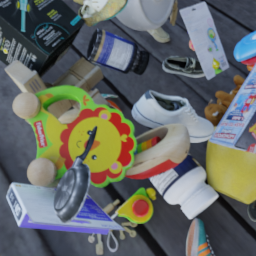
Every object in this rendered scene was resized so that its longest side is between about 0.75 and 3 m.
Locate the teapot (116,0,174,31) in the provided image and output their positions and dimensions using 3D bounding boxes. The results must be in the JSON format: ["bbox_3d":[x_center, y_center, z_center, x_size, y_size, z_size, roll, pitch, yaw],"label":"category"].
[{"bbox_3d":[0.124,-4.174,8.467,1.824,2.498,2.465,16,44,34],"label":"teapot"}]

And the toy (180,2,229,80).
[{"bbox_3d":[1.788,-2.073,6.818,0.986,0.404,1.712,-31,99,-33],"label":"toy"}]

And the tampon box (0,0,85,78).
[{"bbox_3d":[-2.790,-2.754,7.344,2.448,1.545,1.834,40,52,-11],"label":"tampon box"}]

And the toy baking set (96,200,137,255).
[{"bbox_3d":[-0.410,2.645,7.533,1.435,0.167,1.102,-31,62,-19],"label":"toy baking set"}]

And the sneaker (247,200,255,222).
[{"bbox_3d":[3.519,2.132,7.711,0.301,0.428,0.806,12,58,8],"label":"sneaker"}]

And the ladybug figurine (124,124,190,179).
[{"bbox_3d":[0.506,0.577,6.027,1.917,0.690,1.301,-24,20,30],"label":"ladybug figurine"}]

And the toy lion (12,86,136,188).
[{"bbox_3d":[-0.959,0.141,5.537,2.115,0.758,2.207,-18,74,-3],"label":"toy lion"}]

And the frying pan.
[{"bbox_3d":[-0.624,0.579,3.576,0.209,0.776,1.283,26,87,-28],"label":"frying pan"}]

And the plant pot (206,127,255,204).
[{"bbox_3d":[2.991,1.115,7.604,2.164,2.164,1.536,25,84,15],"label":"plant pot"}]

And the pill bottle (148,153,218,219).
[{"bbox_3d":[1.277,1.232,7.753,1.332,1.332,2.399,-30,62,-18],"label":"pill bottle"}]

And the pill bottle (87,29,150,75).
[{"bbox_3d":[-0.230,-1.808,6.897,1.429,0.799,0.799,15,54,-23],"label":"pill bottle"}]

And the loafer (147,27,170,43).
[{"bbox_3d":[1.229,-4.022,11.708,0.483,0.436,1.277,-38,64,-22],"label":"loafer"}]

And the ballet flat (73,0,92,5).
[{"bbox_3d":[-1.432,-5.917,12.840,2.127,0.752,0.752,-15,58,-8],"label":"ballet flat"}]

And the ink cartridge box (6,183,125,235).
[{"bbox_3d":[-1.192,1.560,5.133,1.701,1.717,0.373,19,89,-33],"label":"ink cartridge box"}]

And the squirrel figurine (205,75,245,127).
[{"bbox_3d":[3.397,-0.525,9.043,1.593,1.208,1.707,-32,59,-11],"label":"squirrel figurine"}]

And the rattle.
[{"bbox_3d":[-1.624,-1.238,9.116,2.694,1.925,1.754,3,38,9],"label":"rattle"}]

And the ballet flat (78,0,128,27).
[{"bbox_3d":[-0.754,-3.088,7.199,0.682,0.682,1.929,-40,25,-23],"label":"ballet flat"}]

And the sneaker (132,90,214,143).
[{"bbox_3d":[1.249,-0.257,6.688,2.292,0.812,0.837,13,46,-25],"label":"sneaker"}]

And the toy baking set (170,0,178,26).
[{"bbox_3d":[1.443,-4.222,9.476,0.166,1.427,1.095,-13,64,-5],"label":"toy baking set"}]

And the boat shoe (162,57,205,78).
[{"bbox_3d":[1.668,-1.721,7.813,1.381,0.440,0.488,2,77,-6],"label":"boat shoe"}]

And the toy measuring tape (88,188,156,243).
[{"bbox_3d":[-0.016,2.414,7.347,2.141,0.788,0.788,-39,65,-19],"label":"toy measuring tape"}]

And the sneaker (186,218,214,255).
[{"bbox_3d":[1.856,3.187,6.968,0.699,0.625,1.750,12,60,-2],"label":"sneaker"}]

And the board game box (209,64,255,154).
[{"bbox_3d":[2.934,-0.105,5.385,2.510,0.775,2.511,-43,105,-9],"label":"board game box"}]

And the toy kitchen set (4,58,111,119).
[{"bbox_3d":[-1.519,-1.180,7.259,1.648,1.822,2.019,36,73,26],"label":"toy kitchen set"}]

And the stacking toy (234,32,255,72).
[{"bbox_3d":[3.686,-1.407,6.944,2.150,1.180,1.248,50,47,-19],"label":"stacking toy"}]
